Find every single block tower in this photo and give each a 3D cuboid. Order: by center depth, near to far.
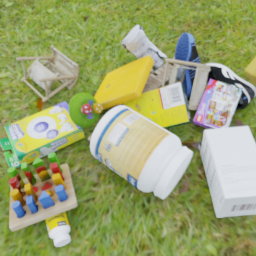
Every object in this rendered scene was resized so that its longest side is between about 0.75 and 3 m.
[{"bbox_3d":[1.386,-2.015,12.335,0.798,0.854,2.953,37,62,25],"label":"block tower"}]

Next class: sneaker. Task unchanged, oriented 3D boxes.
[{"bbox_3d":[2.700,-2.591,11.989,1.080,2.773,0.972,-3,5,-30],"label":"sneaker"},{"bbox_3d":[4.048,-1.759,12.044,2.619,0.957,1.465,35,59,22],"label":"sneaker"},{"bbox_3d":[0.792,-3.331,12.110,1.687,2.935,1.103,43,101,4],"label":"sneaker"}]

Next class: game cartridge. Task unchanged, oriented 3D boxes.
[{"bbox_3d":[-0.261,-1.764,11.439,2.622,0.425,2.311,-13,42,40],"label":"game cartridge"}]

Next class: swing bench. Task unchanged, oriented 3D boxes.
[{"bbox_3d":[2.263,-1.755,11.323,1.815,1.805,1.177,11,15,10],"label":"swing bench"},{"bbox_3d":[-3.498,-2.442,12.411,1.947,1.263,1.937,-32,58,-32],"label":"swing bench"}]

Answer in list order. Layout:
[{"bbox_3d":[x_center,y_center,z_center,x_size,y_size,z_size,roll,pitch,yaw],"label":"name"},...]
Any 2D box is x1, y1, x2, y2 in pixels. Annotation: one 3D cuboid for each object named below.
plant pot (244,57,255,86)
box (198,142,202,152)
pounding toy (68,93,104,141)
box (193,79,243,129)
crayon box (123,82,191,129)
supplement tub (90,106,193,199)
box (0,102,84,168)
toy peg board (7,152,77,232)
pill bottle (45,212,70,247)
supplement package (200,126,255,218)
[{"bbox_3d":[5.325,-2.144,10.815,1.260,1.260,1.112,-52,39,3],"label":"plant pot"},{"bbox_3d":[3.383,1.101,10.257,1.191,0.329,1.486,-10,53,-8],"label":"box"},{"bbox_3d":[-1.321,-0.521,10.244,0.787,1.697,1.310,-4,37,49],"label":"pounding toy"},{"bbox_3d":[3.501,-0.848,10.947,1.307,0.373,1.910,21,79,19],"label":"box"},{"bbox_3d":[1.070,-0.676,10.689,2.377,0.604,1.509,-13,82,21],"label":"crayon box"},{"bbox_3d":[0.422,0.790,9.346,2.917,2.110,2.110,32,59,22],"label":"supplement tub"},{"bbox_3d":[-3.355,0.238,10.657,2.918,0.706,1.712,-28,54,-16],"label":"box"},{"bbox_3d":[-2.852,1.821,8.800,2.017,0.987,2.009,-20,34,-9],"label":"toy peg board"},{"bbox_3d":[-2.156,2.990,8.599,0.647,0.647,1.163,-19,54,-14],"label":"pill bottle"},{"bbox_3d":[3.301,1.351,8.843,1.444,1.449,2.471,-5,51,3],"label":"supplement package"}]
